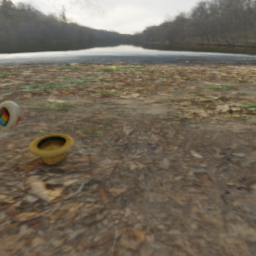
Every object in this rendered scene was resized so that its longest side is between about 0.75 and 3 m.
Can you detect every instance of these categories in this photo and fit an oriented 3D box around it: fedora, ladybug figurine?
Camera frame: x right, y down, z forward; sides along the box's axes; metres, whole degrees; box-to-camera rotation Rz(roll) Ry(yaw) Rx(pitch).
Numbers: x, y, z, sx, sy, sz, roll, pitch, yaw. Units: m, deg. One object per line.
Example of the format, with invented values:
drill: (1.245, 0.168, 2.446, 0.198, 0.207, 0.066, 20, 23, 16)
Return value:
fedora: (-2.925, 0.872, 10.864, 1.807, 0.737, 1.807, -1, 24, 0)
ladybug figurine: (-4.555, -0.414, 10.689, 0.990, 1.458, 0.525, 51, 30, 11)
